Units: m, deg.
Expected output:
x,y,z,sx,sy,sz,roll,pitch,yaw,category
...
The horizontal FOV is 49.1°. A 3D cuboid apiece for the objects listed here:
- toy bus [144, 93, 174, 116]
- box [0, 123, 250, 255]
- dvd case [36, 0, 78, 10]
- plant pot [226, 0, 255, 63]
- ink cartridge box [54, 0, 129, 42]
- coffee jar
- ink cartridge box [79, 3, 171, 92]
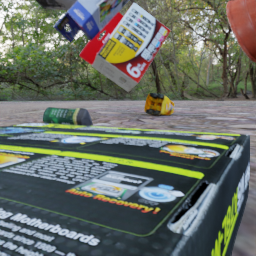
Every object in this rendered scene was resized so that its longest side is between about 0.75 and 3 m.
x,y,z,sx,sy,sz,roll,pitch,yaw,category
1.681,-0.997,13.254,1.403,0.992,1.462,14,2,-28,toy bus
-0.739,0.412,2.004,2.815,0.669,2.719,3,5,27,box
-2.110,-4.020,7.714,2.629,0.325,1.975,18,-12,33,dvd case
3.348,-2.551,6.252,1.631,1.631,1.586,-7,-12,-47,plant pot
-0.546,-3.069,6.777,2.659,0.558,1.586,-43,4,4,ink cartridge box
-1.554,-0.213,7.288,1.193,0.622,0.509,2,51,16,coffee jar
-0.131,-3.329,11.061,2.471,2.815,1.180,33,-18,-9,ink cartridge box
